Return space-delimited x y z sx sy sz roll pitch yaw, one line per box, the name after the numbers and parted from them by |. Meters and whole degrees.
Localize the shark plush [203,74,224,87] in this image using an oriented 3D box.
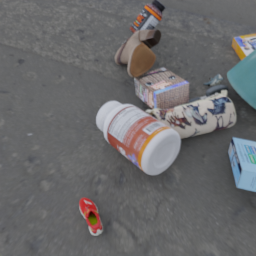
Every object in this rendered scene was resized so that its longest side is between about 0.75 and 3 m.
3.182 -1.739 10.554 0.853 0.388 0.355 -28 69 -8 | shark plush

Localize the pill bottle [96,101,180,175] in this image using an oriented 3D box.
0.181 0.167 8.061 1.374 1.374 2.449 -32 45 -25 | pill bottle

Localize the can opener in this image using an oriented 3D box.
2.435 -0.936 9.762 2.191 0.728 0.577 -22 33 -12 | can opener

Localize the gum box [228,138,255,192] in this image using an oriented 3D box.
4.117 1.131 7.454 2.540 0.566 2.158 11 21 10 | gum box

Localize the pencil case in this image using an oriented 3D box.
1.966 -0.330 8.909 2.732 1.063 1.222 -13 91 -10 | pencil case

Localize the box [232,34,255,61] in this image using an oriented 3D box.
5.495 -3.003 11.559 1.510 0.526 2.536 -10 47 0 | box

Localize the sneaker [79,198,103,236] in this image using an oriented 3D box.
-0.947 2.177 7.167 0.435 0.480 1.130 -24 45 -18 | sneaker

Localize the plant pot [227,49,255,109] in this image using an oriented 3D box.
4.719 -1.736 9.124 2.239 1.797 2.239 22 39 -20 | plant pot

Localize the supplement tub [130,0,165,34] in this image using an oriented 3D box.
0.871 -4.698 12.153 0.888 1.661 0.888 35 18 -14 | supplement tub

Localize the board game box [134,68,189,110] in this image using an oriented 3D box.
1.141 -1.350 9.812 1.275 0.775 1.600 -21 37 -17 | board game box

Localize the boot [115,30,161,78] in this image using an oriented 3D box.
0.163 -2.780 10.832 1.938 0.931 2.651 -4 46 49 | boot
